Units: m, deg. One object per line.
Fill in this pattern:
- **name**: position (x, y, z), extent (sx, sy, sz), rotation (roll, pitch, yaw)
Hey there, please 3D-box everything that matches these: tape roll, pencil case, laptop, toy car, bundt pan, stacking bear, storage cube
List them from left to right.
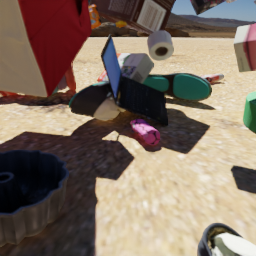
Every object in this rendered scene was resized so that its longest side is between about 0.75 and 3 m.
- **storage cube**: position (-2.526, -2.539, 5.708), extent (2.990, 2.556, 2.688), rotation (9, 47, 9)
- **bundt pan**: position (-1.704, 0.970, 3.896), extent (1.778, 0.667, 1.778), rotation (1, 21, 0)
- **stacking bear**: position (-3.436, -1.921, 10.399), extent (2.749, 1.669, 1.563), rotation (-13, 25, -10)
- **toy car**: position (-0.762, -3.381, 8.431), extent (1.403, 0.688, 0.467), rotation (7, 15, 25)
- **laptop**: position (0.254, -1.381, 7.779), extent (2.291, 1.183, 2.031), rotation (21, 31, -9)
- **pencil case**: position (0.385, 0.074, 6.577), extent (0.429, 0.415, 0.916), rotation (30, 5, -28)
- **tape roll**: position (1.071, -2.735, 9.340), extent (0.828, 0.828, 0.569), rotation (-3, 58, -6)
- **tape roll**: position (4.585, -0.338, 7.195), extent (2.995, 0.720, 2.995), rotation (0, 22, 0)

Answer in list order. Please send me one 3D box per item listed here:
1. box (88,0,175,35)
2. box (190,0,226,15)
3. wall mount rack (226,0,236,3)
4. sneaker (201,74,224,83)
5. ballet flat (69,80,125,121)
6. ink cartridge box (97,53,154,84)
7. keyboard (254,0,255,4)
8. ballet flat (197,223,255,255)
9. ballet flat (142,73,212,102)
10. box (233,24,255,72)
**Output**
- **box**: position (0.180, -4.365, 9.442), extent (2.148, 1.764, 1.782), rotation (31, 17, 35)
- **box**: position (1.948, -3.135, 6.502), extent (0.946, 0.502, 0.578), rotation (-24, -1, 13)
- **wall mount rack**: position (2.241, -2.732, 4.350), extent (1.717, 0.640, 1.491), rotation (-29, 2, 37)
- **sneaker**: position (3.776, -2.179, 12.446), extent (1.050, 0.351, 0.563), rotation (-2, 22, 4)
- **ballet flat**: position (-0.539, -0.797, 8.069), extent (1.079, 1.079, 2.955), rotation (7, 17, 18)
- **ink cartridge box**: position (-0.379, -2.099, 10.574), extent (2.605, 0.656, 1.419), rotation (18, 69, 49)
- **keyboard**: position (3.046, -2.340, 5.778), extent (0.290, 1.030, 0.055), rotation (-36, -14, 8)
- **ballet flat**: position (1.232, 1.539, 2.438), extent (0.709, 0.709, 1.940), rotation (-7, 22, -17)
- **ballet flat**: position (1.670, -1.510, 9.997), extent (2.730, 1.014, 1.014), rotation (13, 25, 25)
- **box**: position (3.529, -2.059, 7.024), extent (1.482, 0.948, 0.808), rotation (-1, 47, 34)
